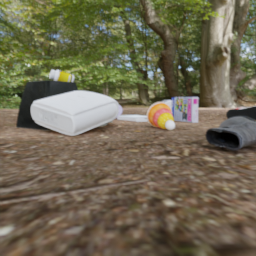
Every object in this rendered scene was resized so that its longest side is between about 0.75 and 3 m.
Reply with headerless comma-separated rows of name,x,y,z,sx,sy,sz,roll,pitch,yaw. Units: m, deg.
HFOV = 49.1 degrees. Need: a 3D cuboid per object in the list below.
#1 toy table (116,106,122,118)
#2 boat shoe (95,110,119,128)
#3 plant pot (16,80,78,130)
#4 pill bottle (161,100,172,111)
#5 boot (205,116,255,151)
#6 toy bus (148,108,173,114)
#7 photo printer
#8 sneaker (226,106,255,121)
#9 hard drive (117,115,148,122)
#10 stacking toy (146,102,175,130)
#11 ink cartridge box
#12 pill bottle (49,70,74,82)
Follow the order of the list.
toy table,-1.278,-1.097,16.997,1.599,1.469,0.936,4,18,-40
boat shoe,-1.184,-0.485,12.113,0.863,0.991,2.690,11,14,31
plant pot,-3.247,-0.987,11.915,2.194,1.946,2.189,3,5,37
pill bottle,2.565,-1.231,18.339,1.193,1.193,2.096,-1,6,-6
boot,2.405,0.102,6.671,1.362,0.722,2.069,-5,1,-16
toy bus,1.602,-0.584,14.480,1.193,0.617,1.126,-16,43,-37
photo printer,-1.765,-0.655,10.073,2.164,0.903,2.601,17,26,32
sneaker,7.026,-0.815,15.735,2.614,0.873,1.401,1,7,41
hard drive,0.470,-0.553,16.215,1.360,0.275,2.062,-3,6,-31
stacking toy,1.437,-0.321,11.185,1.106,1.106,1.513,-1,22,-13
ink cartridge box,2.979,-1.014,15.406,0.468,1.331,2.230,-3,7,-24
pill bottle,-3.009,-2.275,12.650,1.000,0.562,0.562,14,-2,-27
